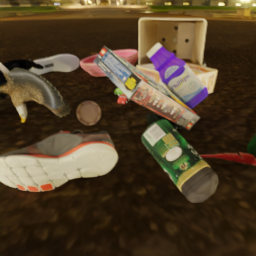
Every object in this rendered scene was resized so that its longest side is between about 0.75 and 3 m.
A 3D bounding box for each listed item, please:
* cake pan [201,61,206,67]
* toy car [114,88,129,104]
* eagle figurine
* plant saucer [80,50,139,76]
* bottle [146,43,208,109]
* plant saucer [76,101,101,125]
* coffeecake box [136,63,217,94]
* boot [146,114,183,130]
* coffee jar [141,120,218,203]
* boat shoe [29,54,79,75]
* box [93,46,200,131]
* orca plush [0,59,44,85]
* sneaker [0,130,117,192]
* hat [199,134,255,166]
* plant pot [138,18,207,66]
[{"bbox_3d":[3.105,-3.298,14.896,2.230,0.409,2.230,0,26,0],"label":"cake pan"},{"bbox_3d":[-0.116,-1.352,11.015,1.356,0.303,1.276,-19,32,-34],"label":"toy car"},{"bbox_3d":[-3.156,-1.078,8.828,2.471,1.865,1.875,-5,39,-3],"label":"eagle figurine"},{"bbox_3d":[-0.888,-3.231,13.993,2.930,0.743,2.930,-8,24,4],"label":"plant saucer"},{"bbox_3d":[1.479,-1.629,8.657,0.916,2.193,0.716,-40,7,20],"label":"bottle"},{"bbox_3d":[-1.234,-0.465,8.790,0.752,0.752,0.130,-3,4,-7],"label":"plant saucer"},{"bbox_3d":[1.883,-1.891,10.999,2.070,0.985,2.697,24,30,35],"label":"coffeecake box"},{"bbox_3d":[1.240,-0.238,8.613,1.119,0.414,0.917,29,40,33],"label":"boot"},{"bbox_3d":[1.001,0.645,5.444,0.707,0.864,1.656,-38,57,0],"label":"coffee jar"},{"bbox_3d":[-3.869,-3.297,14.475,2.616,0.915,0.867,-17,32,-17],"label":"boat shoe"},{"bbox_3d":[0.560,-0.995,7.509,2.744,0.547,1.879,22,21,-47],"label":"box"},{"bbox_3d":[-4.192,-2.100,10.583,0.877,1.298,2.467,-24,3,44],"label":"orca plush"},{"bbox_3d":[-1.522,0.595,5.963,2.568,0.990,1.052,-7,37,-3],"label":"sneaker"},{"bbox_3d":[3.152,0.783,6.787,2.148,1.891,1.779,50,40,11],"label":"hat"},{"bbox_3d":[2.073,-3.826,13.088,2.779,2.775,2.460,5,30,12],"label":"plant pot"}]
